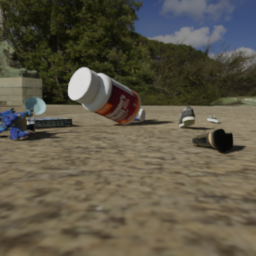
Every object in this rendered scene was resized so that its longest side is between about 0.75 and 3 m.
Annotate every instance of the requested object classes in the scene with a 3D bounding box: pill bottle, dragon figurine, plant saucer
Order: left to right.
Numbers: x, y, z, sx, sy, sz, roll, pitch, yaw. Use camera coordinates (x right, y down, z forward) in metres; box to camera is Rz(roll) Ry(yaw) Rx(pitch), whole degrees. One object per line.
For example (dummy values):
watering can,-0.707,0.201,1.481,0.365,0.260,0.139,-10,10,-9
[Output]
dragon figurine,-3.831,-0.171,8.443,2.940,0.865,1.461,5,7,29
plant saucer,-4.191,-0.953,12.565,0.946,0.946,0.182,-4,-28,-34
pill bottle,-0.942,-1.290,11.827,1.619,1.619,2.955,6,-12,44
pill bottle,0.288,-0.675,14.695,1.129,0.627,0.627,3,6,28

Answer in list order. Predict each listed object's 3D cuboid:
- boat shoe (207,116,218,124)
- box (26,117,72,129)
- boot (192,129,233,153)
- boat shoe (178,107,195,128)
boat shoe,4.043,-0.415,13.288,0.319,0.287,0.901,23,5,-13
box,-3.260,-0.216,11.402,1.581,0.364,1.257,-4,7,-38
boot,1.713,0.299,6.182,0.890,0.499,1.287,-2,-9,34
boat shoe,2.211,-0.359,10.572,0.585,0.551,1.629,-9,-14,2
